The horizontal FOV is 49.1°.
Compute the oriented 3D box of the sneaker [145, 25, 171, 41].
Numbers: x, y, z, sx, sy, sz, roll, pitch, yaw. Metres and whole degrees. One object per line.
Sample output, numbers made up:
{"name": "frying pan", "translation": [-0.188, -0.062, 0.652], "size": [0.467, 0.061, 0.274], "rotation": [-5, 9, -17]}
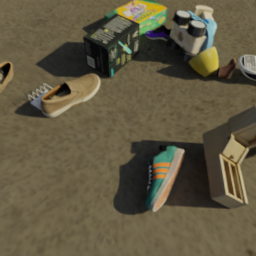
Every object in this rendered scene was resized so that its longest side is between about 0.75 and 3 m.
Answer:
{"name": "sneaker", "translation": [1.376, -4.242, 12.317], "size": [1.264, 0.629, 0.440], "rotation": [8, 54, 6]}

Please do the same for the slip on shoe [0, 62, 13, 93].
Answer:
{"name": "slip on shoe", "translation": [-4.912, -1.535, 10.085], "size": [0.878, 0.699, 2.308], "rotation": [41, 50, -17]}

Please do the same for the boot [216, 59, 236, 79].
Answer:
{"name": "boot", "translation": [3.753, -2.283, 10.705], "size": [0.671, 0.807, 0.292], "rotation": [3, 18, -30]}

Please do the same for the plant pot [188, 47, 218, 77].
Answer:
{"name": "plant pot", "translation": [3.024, -2.470, 10.833], "size": [1.114, 1.114, 0.791], "rotation": [-26, 86, -18]}

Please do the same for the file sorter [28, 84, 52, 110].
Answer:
{"name": "file sorter", "translation": [-3.100, -1.146, 10.091], "size": [0.545, 0.489, 0.786], "rotation": [31, 58, 20]}

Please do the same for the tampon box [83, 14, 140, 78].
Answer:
{"name": "tampon box", "translation": [-0.593, -3.256, 11.050], "size": [1.233, 1.464, 1.953], "rotation": [32, 59, 21]}

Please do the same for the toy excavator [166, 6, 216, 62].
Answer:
{"name": "toy excavator", "translation": [3.034, -4.289, 12.055], "size": [2.976, 1.487, 2.894], "rotation": [-15, 50, -26]}

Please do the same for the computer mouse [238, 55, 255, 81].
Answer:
{"name": "computer mouse", "translation": [5.539, -2.126, 10.785], "size": [2.814, 0.617, 1.543], "rotation": [13, 57, 3]}

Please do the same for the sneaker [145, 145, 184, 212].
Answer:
{"name": "sneaker", "translation": [0.881, 1.381, 8.095], "size": [0.858, 0.766, 2.147], "rotation": [17, 51, 22]}

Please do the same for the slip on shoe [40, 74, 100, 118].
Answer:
{"name": "slip on shoe", "translation": [-2.051, -1.338, 10.058], "size": [2.499, 0.757, 0.950], "rotation": [-34, 60, -23]}

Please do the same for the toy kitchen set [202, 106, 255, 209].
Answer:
{"name": "toy kitchen set", "translation": [3.747, 0.907, 7.747], "size": [1.984, 2.432, 2.194], "rotation": [30, 46, -30]}

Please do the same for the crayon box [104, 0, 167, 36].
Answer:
{"name": "crayon box", "translation": [0.363, -4.996, 12.801], "size": [2.533, 0.738, 1.504], "rotation": [-36, 61, -24]}
